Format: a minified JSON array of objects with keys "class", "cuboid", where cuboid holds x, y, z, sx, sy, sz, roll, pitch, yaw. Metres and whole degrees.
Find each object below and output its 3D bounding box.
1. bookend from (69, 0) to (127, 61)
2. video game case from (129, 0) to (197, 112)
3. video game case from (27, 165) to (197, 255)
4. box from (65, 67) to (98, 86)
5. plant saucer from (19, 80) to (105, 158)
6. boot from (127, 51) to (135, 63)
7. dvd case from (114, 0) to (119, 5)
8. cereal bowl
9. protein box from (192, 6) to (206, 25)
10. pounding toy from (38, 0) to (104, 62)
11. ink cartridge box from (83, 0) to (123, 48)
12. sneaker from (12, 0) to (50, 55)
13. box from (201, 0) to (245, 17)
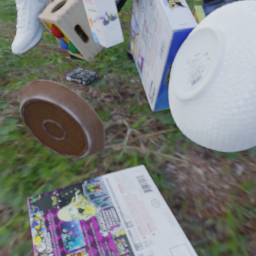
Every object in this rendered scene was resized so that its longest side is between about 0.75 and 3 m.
[{"class":"bookend","cuboid":[-1.830,-4.136,8.919,1.303,2.811,2.829,24,81,52]},{"class":"video game case","cuboid":[0.683,-2.152,6.751,0.612,2.694,2.442,-12,62,-11]},{"class":"video game case","cuboid":[-0.344,2.144,5.230,2.669,0.527,2.944,-14,40,-17]},{"class":"box","cuboid":[-1.801,-2.013,10.883,0.995,0.217,0.797,18,41,22]},{"class":"plant saucer","cuboid":[-1.081,-0.029,4.320,1.515,1.515,0.261,15,48,19]},{"class":"boot","cuboid":[0.365,-3.466,12.555,1.020,0.541,1.550,-20,37,-16]},{"class":"dvd case","cuboid":[-0.284,-3.162,5.967,0.111,0.735,1.007,-28,4,-27]},{"class":"cereal bowl","cuboid":[1.324,-0.822,4.166,0.950,2.281,2.281,16,31,-25]},{"class":"protein box","cuboid":[2.785,-3.419,9.413,1.156,0.780,1.147,-1,56,-4]},{"class":"pounding toy","cuboid":[-1.877,-2.968,7.687,1.013,1.945,2.214,-49,41,-7]},{"class":"ink cartridge box","cuboid":[-0.471,-2.008,4.852,0.362,1.068,0.615,-26,34,-17]},{"class":"sneaker","cuboid":[-3.182,-3.535,8.804,0.963,1.281,2.571,9,72,40]},{"class":"box","cuboid":[2.484,-2.979,7.088,0.942,0.934,0.580,-5,51,35]}]
